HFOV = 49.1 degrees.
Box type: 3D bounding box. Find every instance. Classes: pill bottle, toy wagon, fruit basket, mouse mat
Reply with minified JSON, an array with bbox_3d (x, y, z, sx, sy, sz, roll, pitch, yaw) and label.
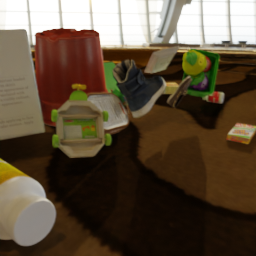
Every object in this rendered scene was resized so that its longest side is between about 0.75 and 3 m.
[{"bbox_3d":[-2.276,1.283,5.121,2.120,1.105,1.105,16,26,38],"label":"pill bottle"},{"bbox_3d":[4.072,-1.478,13.424,0.916,0.514,0.514,12,24,30],"label":"pill bottle"},{"bbox_3d":[-1.207,-0.191,7.136,1.443,1.860,0.368,0,-15,-24],"label":"toy wagon"},{"bbox_3d":[-0.338,-0.983,10.535,0.820,0.886,0.415,33,58,29],"label":"fruit basket"},{"bbox_3d":[2.846,-2.371,11.245,1.493,2.070,2.070,13,22,5],"label":"fruit basket"},{"bbox_3d":[-0.624,-2.001,12.833,0.091,2.422,1.949,-35,-6,36],"label":"mouse mat"}]

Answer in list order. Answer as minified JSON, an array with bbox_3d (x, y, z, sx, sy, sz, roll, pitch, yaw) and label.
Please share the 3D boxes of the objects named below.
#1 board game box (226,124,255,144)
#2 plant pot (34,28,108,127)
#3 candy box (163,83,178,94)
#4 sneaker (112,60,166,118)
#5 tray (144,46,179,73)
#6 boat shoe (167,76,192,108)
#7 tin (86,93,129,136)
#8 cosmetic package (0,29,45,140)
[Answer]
[{"bbox_3d":[3.842,0.180,9.444,0.692,0.217,1.449,12,26,31],"label":"board game box"},{"bbox_3d":[-2.079,-1.985,10.184,2.991,2.908,2.991,1,27,0],"label":"plant pot"},{"bbox_3d":[1.904,-2.164,15.357,1.639,0.453,0.946,-2,20,-5],"label":"candy box"},{"bbox_3d":[0.442,-1.792,10.187,0.973,1.850,2.560,-18,24,34],"label":"sneaker"},{"bbox_3d":[1.277,-2.540,10.784,1.029,0.212,1.916,-17,-7,-9],"label":"tray"},{"bbox_3d":[1.952,-1.298,10.290,0.387,1.299,0.467,48,29,21],"label":"boat shoe"},{"bbox_3d":[-0.754,-0.459,9.085,0.520,1.392,2.486,-24,-3,27],"label":"tin"},{"bbox_3d":[-4.048,-1.126,8.219,2.414,2.929,2.416,-10,6,-24],"label":"cosmetic package"}]
